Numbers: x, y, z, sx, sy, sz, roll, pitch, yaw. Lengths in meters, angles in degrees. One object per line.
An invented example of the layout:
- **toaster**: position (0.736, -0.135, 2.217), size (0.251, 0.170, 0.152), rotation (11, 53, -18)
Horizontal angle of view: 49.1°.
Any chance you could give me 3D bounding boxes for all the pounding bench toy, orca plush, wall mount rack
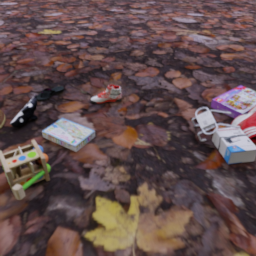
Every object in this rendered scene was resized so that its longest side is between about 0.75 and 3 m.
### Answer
- **pounding bench toy**: position (-2.600, 1.157, 7.396), size (1.110, 0.884, 1.423), rotation (-20, 42, -26)
- **orca plush**: position (-3.621, -0.496, 10.285), size (0.888, 0.600, 1.687), rotation (-39, 20, 23)
- **wall mount rack**: position (2.860, -0.179, 9.306), size (1.314, 0.564, 1.512), rotation (-25, 32, 14)

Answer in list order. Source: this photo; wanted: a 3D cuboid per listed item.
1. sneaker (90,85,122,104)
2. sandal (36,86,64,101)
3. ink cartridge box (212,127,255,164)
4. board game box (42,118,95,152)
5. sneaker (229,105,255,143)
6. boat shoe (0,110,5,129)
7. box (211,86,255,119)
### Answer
- **sneaker**: position (-0.893, -1.377, 11.216), size (1.273, 0.682, 0.425), rotation (-4, 35, -6)
- **sandal**: position (-3.313, -1.525, 11.734), size (0.510, 0.325, 1.356), rotation (24, 43, 31)
- **ink cartridge box**: position (3.259, 0.516, 8.666), size (0.861, 0.502, 1.191), rotation (-6, 35, -9)
- **board game box**: position (-1.980, 0.203, 9.334), size (1.463, 0.250, 0.984), rotation (20, 39, 26)
- **sneaker**: position (4.532, -0.099, 9.499), size (2.033, 0.797, 1.174), rotation (-30, 52, -18)
- **boat shoe**: position (-4.842, -0.098, 9.377), size (0.736, 0.690, 2.044), rotation (7, 36, 10)
- **box**: position (4.396, -0.996, 10.928), size (1.962, 0.384, 1.342), rotation (-24, 42, -31)
